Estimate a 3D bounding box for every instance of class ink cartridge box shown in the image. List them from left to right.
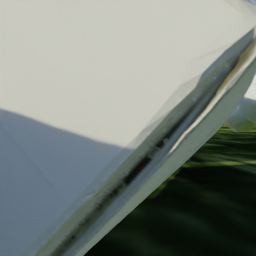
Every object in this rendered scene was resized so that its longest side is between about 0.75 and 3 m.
[{"bbox_3d":[-0.175,-0.360,1.425,1.401,0.813,1.898,45,16,12],"label":"ink cartridge box"}]

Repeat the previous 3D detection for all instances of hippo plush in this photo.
[{"bbox_3d":[2.370,-0.463,3.876,2.683,2.137,2.158,1,29,9],"label":"hippo plush"}]
